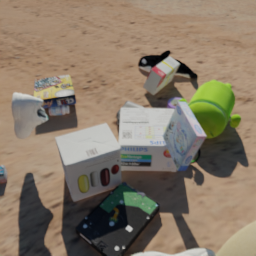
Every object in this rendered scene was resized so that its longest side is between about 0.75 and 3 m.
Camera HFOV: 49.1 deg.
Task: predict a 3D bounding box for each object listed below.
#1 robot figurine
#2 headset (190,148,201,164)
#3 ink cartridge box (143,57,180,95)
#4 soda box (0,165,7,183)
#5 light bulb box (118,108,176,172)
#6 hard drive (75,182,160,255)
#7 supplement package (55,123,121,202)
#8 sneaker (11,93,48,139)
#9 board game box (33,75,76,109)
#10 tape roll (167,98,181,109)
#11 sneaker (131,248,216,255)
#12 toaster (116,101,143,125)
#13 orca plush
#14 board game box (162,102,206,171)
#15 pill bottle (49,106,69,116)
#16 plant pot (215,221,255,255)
[{"bbox_3d":[2.982,-0.681,10.226,2.269,1.496,2.586,20,48,20],"label":"robot figurine"},{"bbox_3d":[2.018,0.574,9.171,0.733,1.187,0.558,6,19,27],"label":"headset"},{"bbox_3d":[1.479,-2.307,12.343,0.641,1.115,1.537,39,53,13],"label":"ink cartridge box"},{"bbox_3d":[-4.405,1.522,8.613,1.229,0.420,0.391,-10,43,-12],"label":"soda box"},{"bbox_3d":[0.643,0.363,9.315,1.917,1.207,1.934,1,41,1],"label":"light bulb box"},{"bbox_3d":[-0.241,2.468,7.579,1.387,0.376,1.986,27,49,27],"label":"hard drive"},{"bbox_3d":[-1.124,1.016,8.261,1.579,1.652,1.215,-16,44,-17],"label":"supplement package"},{"bbox_3d":[-2.873,-0.242,8.340,0.940,2.125,0.799,2,64,-15],"label":"sneaker"},{"bbox_3d":[-3.115,-1.563,11.795,1.609,0.411,2.375,-9,32,-11],"label":"board game box"},{"bbox_3d":[2.015,-0.918,11.504,0.791,0.259,0.791,0,42,0],"label":"tape roll"},{"bbox_3d":[0.828,3.357,6.188,2.598,0.914,1.041,-3,44,-4],"label":"sneaker"},{"bbox_3d":[0.116,-0.509,10.732,0.788,0.693,1.220,21,45,17],"label":"toaster"},{"bbox_3d":[1.882,-3.096,13.357,2.981,1.060,1.569,28,49,28],"label":"orca plush"},{"bbox_3d":[1.430,0.222,7.440,0.286,1.312,1.318,1,44,-19],"label":"board game box"},{"bbox_3d":[-2.748,-0.710,11.155,0.754,0.410,0.410,-4,42,-5],"label":"pill bottle"},{"bbox_3d":[2.681,3.154,5.605,1.695,2.524,2.524,-23,34,26],"label":"plant pot"}]
